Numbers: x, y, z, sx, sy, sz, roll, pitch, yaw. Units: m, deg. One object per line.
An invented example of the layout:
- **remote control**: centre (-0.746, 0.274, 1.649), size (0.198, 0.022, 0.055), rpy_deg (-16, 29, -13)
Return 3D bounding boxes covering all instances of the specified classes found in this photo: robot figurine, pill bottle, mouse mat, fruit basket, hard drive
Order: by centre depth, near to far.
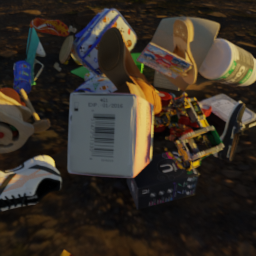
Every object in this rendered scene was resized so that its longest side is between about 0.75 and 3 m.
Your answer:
- **pill bottle**: centre (3.481, -2.130, 9.566), size (2.288, 1.294, 1.294), rpy_deg (3, 29, -42)
- **robot figurine**: centre (-4.998, -1.022, 11.621), size (1.246, 1.010, 1.733), rpy_deg (-20, 42, -15)
- **hard drive**: centre (4.135, -0.631, 11.623), size (1.482, 0.401, 2.121), rpy_deg (-19, 41, -23)
- **mouse mat**: centre (-2.277, -2.935, 14.816), size (1.343, 0.051, 1.081), rpy_deg (29, 47, 33)
- **fruit basket**: centre (0.063, -3.550, 14.857), size (1.605, 1.158, 1.605), rpy_deg (1, 56, -1)

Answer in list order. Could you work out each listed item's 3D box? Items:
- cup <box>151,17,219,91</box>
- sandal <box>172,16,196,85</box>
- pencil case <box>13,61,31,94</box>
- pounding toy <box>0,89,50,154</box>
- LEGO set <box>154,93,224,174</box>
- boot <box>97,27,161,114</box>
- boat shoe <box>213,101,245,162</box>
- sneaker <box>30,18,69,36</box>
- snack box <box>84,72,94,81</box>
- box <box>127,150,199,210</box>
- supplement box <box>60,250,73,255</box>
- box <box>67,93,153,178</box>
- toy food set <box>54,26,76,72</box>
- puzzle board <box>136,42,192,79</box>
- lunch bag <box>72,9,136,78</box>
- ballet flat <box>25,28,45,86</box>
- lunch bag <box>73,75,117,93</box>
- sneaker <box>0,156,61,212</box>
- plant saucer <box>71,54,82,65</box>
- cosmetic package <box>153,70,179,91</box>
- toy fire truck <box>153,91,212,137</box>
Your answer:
- **cup**: centre (1.726, -2.804, 9.802), size (1.797, 2.513, 2.513), rpy_deg (25, 41, 0)
- **sandal**: centre (1.359, -1.925, 7.723), size (0.702, 2.133, 0.782), rpy_deg (-37, 51, -18)
- **pencil case**: centre (-3.681, -1.788, 9.712), size (0.633, 0.569, 1.458), rpy_deg (27, 28, -38)
- **pounding toy**: centre (-3.089, -0.257, 6.877), size (1.266, 2.214, 1.270), rpy_deg (-29, 59, 12)
- **LEGO set**: centre (1.259, 0.187, 6.844), size (1.139, 1.511, 1.965), rpy_deg (-13, 79, -36)
- **boot**: centre (0.117, -1.595, 8.548), size (0.963, 2.613, 2.021), rpy_deg (-19, -14, 30)
- **boat shoe**: centre (2.792, 0.102, 7.387), size (0.486, 1.612, 0.595), rpy_deg (25, 0, 39)
- **sneaker**: centre (-3.053, -3.945, 10.968), size (1.532, 0.559, 0.591), rpy_deg (6, 2, -35)
- **snack box**: centre (-1.359, -2.600, 14.118), size (1.003, 0.374, 1.410), rpy_deg (31, 48, 33)
- **box**: centre (0.986, 1.511, 8.420), size (1.878, 0.996, 1.148), rpy_deg (-11, 40, -13)
- **supplement box**: centre (-0.906, 3.511, 5.539), size (1.463, 1.443, 0.972), rpy_deg (19, 42, 23)
- **box**: centre (-0.236, 0.113, 6.159), size (1.308, 1.535, 2.400), rpy_deg (2, 1, 12)
- **toy food set**: centre (-2.193, -2.845, 10.250), size (0.331, 1.648, 1.138), rpy_deg (18, 14, -30)
- **puzzle board**: centre (0.915, -1.704, 7.337), size (1.228, 0.925, 0.107), rpy_deg (24, 68, -13)
- **lunch bag**: centre (-0.972, -3.257, 10.894), size (2.453, 1.966, 0.927), rpy_deg (-51, 41, -5)
- **ballet flat**: centre (-3.590, -2.647, 10.699), size (0.767, 2.178, 0.733), rpy_deg (12, 11, -20)
- **lunch bag**: centre (-0.766, -1.428, 11.767), size (2.432, 1.506, 2.068), rpy_deg (24, 45, 17)
- **sneaker**: centre (-3.293, 1.817, 7.985), size (2.977, 1.097, 1.191), rpy_deg (-27, 47, -29)
- **plant saucer**: centre (-2.393, -4.176, 16.058), size (1.855, 0.449, 1.855), rpy_deg (-14, 41, -18)
- **cosmetic package**: centre (2.037, -3.142, 13.093), size (1.328, 2.487, 1.122), rpy_deg (13, 40, 16)
- **toy fire truck**: centre (1.853, -0.728, 11.050), size (2.517, 1.411, 2.114), rpy_deg (18, 29, 21)
